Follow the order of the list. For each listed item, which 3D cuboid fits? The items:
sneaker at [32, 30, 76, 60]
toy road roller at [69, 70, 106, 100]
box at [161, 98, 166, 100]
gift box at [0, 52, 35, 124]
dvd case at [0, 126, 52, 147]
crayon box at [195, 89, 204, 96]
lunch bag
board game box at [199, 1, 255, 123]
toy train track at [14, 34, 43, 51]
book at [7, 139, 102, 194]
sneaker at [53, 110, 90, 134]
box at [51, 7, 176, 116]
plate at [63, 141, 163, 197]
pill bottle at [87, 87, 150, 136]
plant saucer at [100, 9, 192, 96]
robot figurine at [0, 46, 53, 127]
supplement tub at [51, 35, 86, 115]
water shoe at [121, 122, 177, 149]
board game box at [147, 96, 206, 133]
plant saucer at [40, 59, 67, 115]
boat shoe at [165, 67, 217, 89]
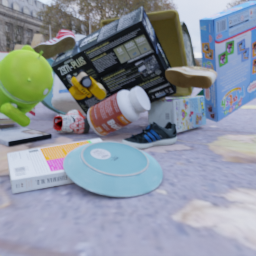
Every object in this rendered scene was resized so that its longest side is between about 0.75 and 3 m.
[{"bbox_3d":[-2.167,-2.450,8.210,1.345,0.479,0.757,-17,37,3],"label":"sneaker"},{"bbox_3d":[-0.934,-0.839,6.177,0.795,0.580,0.488,37,11,-39],"label":"toy road roller"},{"bbox_3d":[0.687,-1.334,11.773,1.844,1.507,0.196,7,-35,-13],"label":"box"},{"bbox_3d":[-4.462,-1.010,8.989,2.393,2.593,2.421,-10,0,-30],"label":"gift box"},{"bbox_3d":[-3.297,0.211,8.191,1.827,0.160,1.304,9,15,40],"label":"dvd case"},{"bbox_3d":[3.425,-1.401,13.615,0.436,1.291,1.497,48,23,8],"label":"crayon box"},{"bbox_3d":[1.249,-2.518,10.444,2.196,2.678,1.574,3,42,34],"label":"lunch bag"},{"bbox_3d":[2.997,-1.870,7.969,2.157,2.851,0.522,-28,31,-27],"label":"board game box"},{"bbox_3d":[-2.966,-1.970,8.615,1.200,2.091,0.340,5,-25,3],"label":"toy train track"},{"bbox_3d":[-1.220,0.672,5.276,1.890,0.454,1.262,-6,16,-24],"label":"book"},{"bbox_3d":[-2.011,-0.254,9.123,0.986,0.614,1.840,4,12,-30],"label":"sneaker"},{"bbox_3d":[-0.357,-1.728,8.469,2.932,2.401,1.263,-21,34,20],"label":"box"},{"bbox_3d":[-0.241,0.602,4.992,1.787,0.228,1.787,8,24,-4],"label":"plate"},{"bbox_3d":[-0.260,-0.475,7.857,1.660,0.931,0.931,-25,-1,27],"label":"pill bottle"},{"bbox_3d":[0.710,-2.401,9.138,2.736,2.737,0.663,6,41,32],"label":"plant saucer"},{"bbox_3d":[-2.615,-1.033,6.718,1.248,1.893,2.158,26,-31,-31],"label":"robot figurine"},{"bbox_3d":[-2.131,-2.163,11.867,1.927,2.921,1.927,3,-15,1],"label":"supplement tub"},{"bbox_3d":[0.541,0.153,7.271,1.595,0.630,0.570,-6,13,-27],"label":"water shoe"},{"bbox_3d":[1.641,-0.477,9.242,1.012,1.030,1.964,2,9,43],"label":"board game box"},{"bbox_3d":[-3.377,-1.795,12.527,0.538,2.994,2.994,-28,0,23],"label":"plant saucer"},{"bbox_3d":[1.626,-1.340,7.251,1.419,0.523,0.491,21,50,40],"label":"boat shoe"}]
